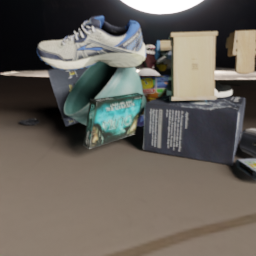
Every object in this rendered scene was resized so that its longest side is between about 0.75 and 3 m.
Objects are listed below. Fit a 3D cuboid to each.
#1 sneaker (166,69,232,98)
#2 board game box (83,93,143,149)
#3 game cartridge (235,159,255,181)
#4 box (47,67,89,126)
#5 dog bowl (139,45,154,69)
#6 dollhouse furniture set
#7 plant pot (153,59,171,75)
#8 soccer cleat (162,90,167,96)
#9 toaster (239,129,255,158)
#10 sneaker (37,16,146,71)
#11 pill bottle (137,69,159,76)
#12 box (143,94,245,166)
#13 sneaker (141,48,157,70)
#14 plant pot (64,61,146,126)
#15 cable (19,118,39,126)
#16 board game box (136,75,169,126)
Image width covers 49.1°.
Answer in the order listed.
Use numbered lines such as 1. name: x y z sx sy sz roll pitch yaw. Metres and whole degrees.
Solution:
1. sneaker: 2.276 -1.564 8.630 2.176 1.217 0.795 -2 13 -14
2. board game box: -0.363 -0.243 7.691 0.269 1.290 1.907 27 27 33
3. game cartridge: 3.261 0.991 6.780 0.856 0.260 1.284 2 9 -1
4. box: -1.905 -1.487 11.142 2.012 0.651 2.551 -18 60 -10
5. dog bowl: 1.093 -3.427 13.872 1.273 1.273 0.469 -7 28 -25
6. dollhouse furniture set: 2.255 -1.901 9.037 2.664 1.841 2.822 -1 9 1
7. plant pot: 1.847 -2.750 12.984 1.557 1.751 1.755 29 57 10
8. soccer cleat: 1.768 -1.501 10.439 0.525 1.540 0.564 32 20 -6
9. toaster: 3.845 0.450 7.917 1.439 0.818 0.929 0 11 -17
10. sneaker: -0.976 -2.298 7.225 2.848 1.213 1.097 -3 45 1
11. pill bottle: 0.598 -1.555 12.695 1.323 1.323 2.387 -4 -18 -16
12. box: 2.155 -0.155 8.814 2.625 1.541 2.582 8 17 24
13. sneaker: 1.202 -2.856 11.853 1.611 0.931 0.610 18 37 34
14. plant pot: -0.542 -0.993 9.194 1.793 2.676 2.676 39 -4 -28
15. cable: -4.137 -0.218 11.698 0.800 0.203 0.653 -5 21 -25
16. board game box: 1.120 -1.084 11.108 2.883 1.951 0.497 -4 20 -13
